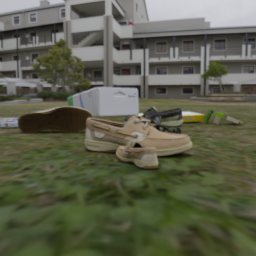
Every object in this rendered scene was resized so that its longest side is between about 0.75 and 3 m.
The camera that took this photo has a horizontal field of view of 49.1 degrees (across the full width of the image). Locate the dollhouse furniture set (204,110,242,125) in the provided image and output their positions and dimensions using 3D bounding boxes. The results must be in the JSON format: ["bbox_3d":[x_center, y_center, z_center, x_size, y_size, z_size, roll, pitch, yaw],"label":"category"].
[{"bbox_3d":[4.113,-0.272,12.124,1.495,0.577,0.747,25,10,27],"label":"dollhouse furniture set"}]

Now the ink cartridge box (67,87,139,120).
[{"bbox_3d":[-1.085,-0.927,11.694,1.924,1.115,2.657,-4,0,-36],"label":"ink cartridge box"}]

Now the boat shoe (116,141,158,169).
[{"bbox_3d":[0.155,0.418,4.997,0.431,0.390,1.209,-4,7,-29],"label":"boat shoe"}]

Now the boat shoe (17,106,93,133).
[{"bbox_3d":[-2.358,-0.265,9.332,2.409,0.869,0.782,-6,8,-3],"label":"boat shoe"}]

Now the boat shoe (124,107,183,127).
[{"bbox_3d":[0.997,-0.443,10.997,2.360,0.776,0.843,-1,10,-7],"label":"boat shoe"}]

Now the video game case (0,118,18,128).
[{"bbox_3d":[-5.210,-0.214,11.431,2.063,0.260,2.264,-2,6,-15],"label":"video game case"}]

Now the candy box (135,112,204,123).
[{"bbox_3d":[1.851,-0.470,12.889,2.911,0.384,1.488,-3,11,-16],"label":"candy box"}]

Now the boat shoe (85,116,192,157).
[{"bbox_3d":[0.145,0.138,5.854,2.342,0.756,0.835,2,7,17],"label":"boat shoe"}]

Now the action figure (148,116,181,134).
[{"bbox_3d":[0.662,0.052,7.212,1.316,0.672,0.782,6,19,31],"label":"action figure"}]
